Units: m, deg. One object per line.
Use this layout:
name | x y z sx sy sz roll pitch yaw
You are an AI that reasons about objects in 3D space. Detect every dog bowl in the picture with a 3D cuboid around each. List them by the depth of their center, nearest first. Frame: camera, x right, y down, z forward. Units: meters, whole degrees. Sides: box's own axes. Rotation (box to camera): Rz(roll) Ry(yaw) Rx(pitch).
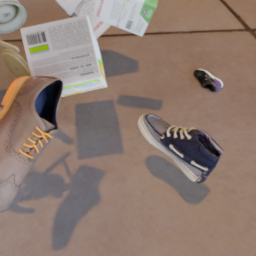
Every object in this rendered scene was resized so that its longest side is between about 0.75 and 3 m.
dog bowl | -3.782 -3.482 8.485 1.273 1.273 0.469 -25 75 -22

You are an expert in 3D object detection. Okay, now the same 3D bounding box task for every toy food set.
toy food set | -2.583 -1.515 6.713 1.081 1.566 0.314 27 60 21

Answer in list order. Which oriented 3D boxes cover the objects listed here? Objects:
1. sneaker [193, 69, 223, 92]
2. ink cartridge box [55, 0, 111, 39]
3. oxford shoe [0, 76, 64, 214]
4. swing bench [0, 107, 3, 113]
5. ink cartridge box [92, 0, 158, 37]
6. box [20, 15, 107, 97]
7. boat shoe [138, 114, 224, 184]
sneaker | 3.096 -1.910 11.276 0.585 0.506 1.336 -38 57 -24
ink cartridge box | -1.393 -4.700 9.845 1.830 2.522 1.056 -35 21 24
oxford shoe | -1.784 0.182 4.687 0.944 0.923 2.589 -3 65 29
swing bench | -3.424 -0.007 5.569 2.432 2.419 1.578 -46 43 8
ink cartridge box | -0.093 -3.175 7.264 1.471 1.065 0.618 18 61 -10
box | -1.458 -1.679 7.286 1.525 1.374 2.712 -12 4 -1
boat shoe | 1.209 0.203 6.473 2.148 0.996 0.802 43 47 14
